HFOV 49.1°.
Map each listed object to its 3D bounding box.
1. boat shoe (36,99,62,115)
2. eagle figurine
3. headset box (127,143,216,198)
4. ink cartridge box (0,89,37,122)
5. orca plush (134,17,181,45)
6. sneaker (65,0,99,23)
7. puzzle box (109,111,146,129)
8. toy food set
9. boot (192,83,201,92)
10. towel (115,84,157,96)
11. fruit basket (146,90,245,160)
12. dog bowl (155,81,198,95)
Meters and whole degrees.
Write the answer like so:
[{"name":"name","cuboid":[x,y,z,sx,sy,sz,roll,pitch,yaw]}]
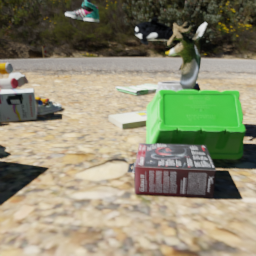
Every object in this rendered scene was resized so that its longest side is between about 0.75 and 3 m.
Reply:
[{"name":"boat shoe","cuboid":[-3.671,-1.054,13.014,0.530,0.611,1.434,12,22,33]},{"name":"eagle figurine","cuboid":[1.988,-2.491,9.460,1.540,2.029,1.531,-42,35,-7]},{"name":"headset box","cuboid":[0.954,0.946,6.647,1.931,0.724,1.435,2,18,5]},{"name":"ink cartridge box","cuboid":[-4.743,-0.957,11.694,1.685,1.228,0.698,-6,21,-16]},{"name":"orca plush","cuboid":[1.157,-4.187,11.947,1.329,0.898,2.526,-35,48,-10]},{"name":"sneaker","cuboid":[-1.841,-4.817,11.377,1.455,0.878,0.608,12,16,9]},{"name":"puzzle box","cuboid":[0.342,-0.357,11.453,1.950,0.248,1.297,-8,19,-25]},{"name":"toy food set","cuboid":[-4.662,-1.670,12.600,1.249,2.776,1.325,-3,52,7]},{"name":"boot","cuboid":[3.623,-1.862,14.538,0.929,1.205,2.486,13,22,35]},{"name":"towel","cuboid":[0.889,-2.538,18.063,2.854,0.334,2.177,-15,22,-38]},{"name":"fruit basket","cuboid":[1.937,-0.017,8.586,2.989,2.156,2.989,2,-26,1]},{"name":"dog bowl","cuboid":[2.894,-2.287,16.339,2.615,0.767,2.615,-2,13,0]}]
